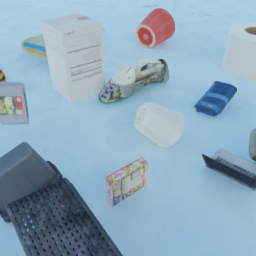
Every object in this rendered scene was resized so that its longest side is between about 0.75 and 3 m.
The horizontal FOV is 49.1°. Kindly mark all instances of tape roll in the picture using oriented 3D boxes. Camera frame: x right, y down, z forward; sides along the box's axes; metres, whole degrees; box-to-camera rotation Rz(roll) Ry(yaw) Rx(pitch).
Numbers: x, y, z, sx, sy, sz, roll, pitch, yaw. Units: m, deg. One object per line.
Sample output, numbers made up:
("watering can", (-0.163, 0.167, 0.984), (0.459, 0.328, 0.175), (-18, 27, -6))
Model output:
("tape roll", (4.620, -2.792, 10.171), (2.087, 1.433, 2.087), (0, 36, 0))

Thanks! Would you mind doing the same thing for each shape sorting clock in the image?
("shape sorting clock", (-2.944, -3.332, 11.628), (2.796, 0.548, 2.796), (5, 37, -4))

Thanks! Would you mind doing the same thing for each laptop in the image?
("laptop", (2.314, 0.744, 6.004), (1.138, 0.704, 1.215), (27, 44, 31))

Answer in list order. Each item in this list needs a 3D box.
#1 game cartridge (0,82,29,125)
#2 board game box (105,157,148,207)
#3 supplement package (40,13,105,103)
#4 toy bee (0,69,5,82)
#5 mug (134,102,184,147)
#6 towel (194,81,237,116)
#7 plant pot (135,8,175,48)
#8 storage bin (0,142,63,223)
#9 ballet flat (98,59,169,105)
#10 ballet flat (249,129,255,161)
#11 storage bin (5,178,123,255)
("game cartridge", (-2.903, -0.581, 6.912), (0.756, 1.136, 0.232), (1, 32, -5))
("board game box", (-0.011, 1.070, 5.578), (0.906, 0.686, 0.210), (-25, 43, -31))
("supplement package", (-1.635, -2.165, 8.651), (1.329, 2.220, 1.346), (-24, 43, -29))
("toy bee", (-5.056, -1.548, 8.500), (1.755, 1.457, 2.681), (10, 37, 10))
("mug", (0.603, -0.086, 6.719), (0.960, 1.169, 0.936), (25, 51, -26))
("towel", (2.614, -0.890, 8.293), (0.760, 0.330, 1.360), (22, 51, 35))
("plant pot", (1.121, -4.299, 12.353), (1.484, 1.484, 1.313), (25, 54, 30))
("storage bin", (-2.033, 0.962, 5.194), (1.315, 0.883, 0.957), (-38, 39, -14))
("ballet flat", (0.200, -1.664, 9.049), (2.837, 1.020, 1.020), (-25, 43, -30))
("ballet flat", (4.189, 0.383, 6.140), (2.924, 0.985, 0.931), (3, 65, 7))
("storage bin", (-0.801, 1.882, 3.880), (0.966, 1.392, 2.059), (-22, 42, -26))
